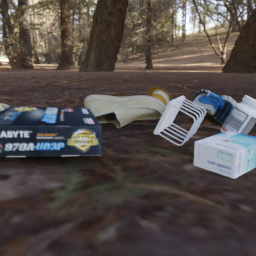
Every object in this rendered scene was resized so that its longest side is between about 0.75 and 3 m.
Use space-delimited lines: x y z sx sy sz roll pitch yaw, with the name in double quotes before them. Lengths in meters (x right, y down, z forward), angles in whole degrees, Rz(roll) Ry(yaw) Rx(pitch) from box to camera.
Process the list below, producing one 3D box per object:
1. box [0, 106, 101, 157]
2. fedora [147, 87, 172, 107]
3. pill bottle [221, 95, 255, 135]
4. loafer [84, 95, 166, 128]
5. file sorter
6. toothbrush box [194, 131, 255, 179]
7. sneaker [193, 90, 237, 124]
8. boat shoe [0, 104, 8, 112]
"box" -1.859 -0.010 6.462 2.195 0.635 2.762 1 11 -12
"fedora" 1.134 -0.983 10.769 1.228 1.228 0.501 13 45 41
"pill bottle" 2.882 -0.230 7.065 0.624 1.076 0.624 25 20 -10
"loafer" -0.100 -0.447 8.614 2.516 0.859 0.952 2 -23 -2
"file sorter" 1.415 -0.196 7.385 0.821 0.915 1.318 31 24 17
"toothbrush box" 2.053 0.493 5.620 1.245 0.531 0.911 -13 19 -38
"sneaker" 3.282 -0.647 9.647 1.023 0.885 2.361 23 16 -28
"boat shoe" -3.947 -0.497 9.683 1.610 0.504 0.573 11 16 34
